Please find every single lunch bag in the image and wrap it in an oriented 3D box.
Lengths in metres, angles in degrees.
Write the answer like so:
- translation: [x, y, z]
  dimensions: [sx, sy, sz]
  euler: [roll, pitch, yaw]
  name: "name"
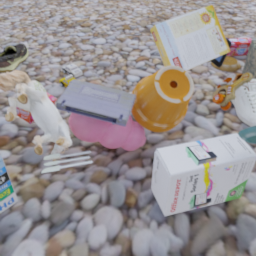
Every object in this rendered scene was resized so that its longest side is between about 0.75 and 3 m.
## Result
- translation: [5.879, -2.696, 11.521]
  dimensions: [1.866, 1.530, 1.097]
  euler: [8, 37, 10]
  name: "lunch bag"

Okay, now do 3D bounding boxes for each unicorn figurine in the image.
- translation: [-1.978, -0.101, 6.725]
  dimensions: [1.079, 2.922, 2.007]
  euler: [-15, 18, 0]
  name: "unicorn figurine"

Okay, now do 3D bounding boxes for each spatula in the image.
- translation: [-1.487, 0.786, 6.865]
  dimensions: [1.196, 0.096, 0.832]
  euler: [-10, 20, -7]
  name: "spatula"

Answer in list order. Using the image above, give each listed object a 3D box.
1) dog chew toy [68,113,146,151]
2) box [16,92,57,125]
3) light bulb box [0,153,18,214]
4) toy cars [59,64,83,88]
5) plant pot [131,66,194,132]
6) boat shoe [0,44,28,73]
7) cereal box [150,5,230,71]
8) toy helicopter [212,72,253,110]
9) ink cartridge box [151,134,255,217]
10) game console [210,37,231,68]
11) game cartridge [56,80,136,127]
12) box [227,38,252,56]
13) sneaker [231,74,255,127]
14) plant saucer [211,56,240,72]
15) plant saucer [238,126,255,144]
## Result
- translation: [-0.529, -0.043, 8.226]
  dimensions: [2.313, 1.440, 1.440]
  euler: [26, 37, -16]
  name: "dog chew toy"
- translation: [-2.818, -0.675, 8.615]
  dimensions: [0.633, 0.661, 1.325]
  euler: [32, 17, -1]
  name: "box"
- translation: [-4.185, 1.136, 5.929]
  dimensions: [1.668, 2.673, 2.650]
  euler: [30, 48, 29]
  name: "light bulb box"
- translation: [-2.420, -2.245, 11.821]
  dimensions: [0.947, 0.468, 2.112]
  euler: [-3, 39, -4]
  name: "toy cars"
- translation: [1.022, -0.884, 7.738]
  dimensions: [1.691, 1.548, 1.691]
  euler: [3, 73, -11]
  name: "plant pot"
- translation: [-5.334, -3.441, 13.010]
  dimensions: [0.914, 0.809, 2.496]
  euler: [1, 39, 1]
  name: "boat shoe"
- translation: [2.039, -2.817, 9.075]
  dimensions: [2.334, 1.679, 0.461]
  euler: [-25, 7, -18]
  name: "cereal box"
- translation: [2.549, -1.002, 6.915]
  dimensions: [0.428, 1.086, 0.718]
  euler: [30, 37, -30]
  name: "toy helicopter"
- translation: [1.751, 1.141, 6.804]
  dimensions: [2.153, 1.559, 0.904]
  euler: [-10, 40, -12]
  name: "ink cartridge box"
- translation: [2.896, -2.810, 10.305]
  dimensions: [0.850, 1.437, 1.227]
  euler: [-39, 71, -14]
  name: "game console"
- translation: [-0.784, -0.673, 7.257]
  dimensions: [1.810, 0.347, 1.173]
  euler: [15, 39, 5]
  name: "game cartridge"
- translation: [5.464, -3.989, 13.811]
  dimensions: [1.352, 0.646, 0.674]
  euler: [-6, 40, -7]
  name: "box"
- translation: [4.283, -0.997, 9.803]
  dimensions: [0.960, 1.116, 2.636]
  euler: [-6, 41, -9]
  name: "sneaker"
- translation: [4.529, -3.018, 12.952]
  dimensions: [1.343, 0.238, 1.343]
  euler: [0, 40, 0]
  name: "plant saucer"
- translation: [2.895, 0.143, 5.635]
  dimensions: [1.272, 1.272, 0.174]
  euler: [1, 74, 1]
  name: "plant saucer"
